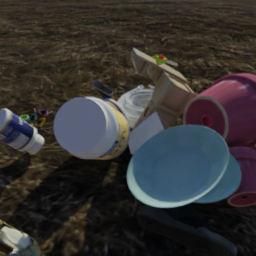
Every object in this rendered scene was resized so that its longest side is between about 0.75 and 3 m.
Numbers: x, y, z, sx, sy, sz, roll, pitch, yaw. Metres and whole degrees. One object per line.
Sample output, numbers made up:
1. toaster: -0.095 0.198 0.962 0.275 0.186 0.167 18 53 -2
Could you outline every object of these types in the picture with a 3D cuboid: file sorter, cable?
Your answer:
1. file sorter: 0.854 0.383 10.415 1.499 0.933 1.040 -40 37 19
2. cable: 0.803 -0.901 13.175 2.734 0.946 2.733 -24 43 -30

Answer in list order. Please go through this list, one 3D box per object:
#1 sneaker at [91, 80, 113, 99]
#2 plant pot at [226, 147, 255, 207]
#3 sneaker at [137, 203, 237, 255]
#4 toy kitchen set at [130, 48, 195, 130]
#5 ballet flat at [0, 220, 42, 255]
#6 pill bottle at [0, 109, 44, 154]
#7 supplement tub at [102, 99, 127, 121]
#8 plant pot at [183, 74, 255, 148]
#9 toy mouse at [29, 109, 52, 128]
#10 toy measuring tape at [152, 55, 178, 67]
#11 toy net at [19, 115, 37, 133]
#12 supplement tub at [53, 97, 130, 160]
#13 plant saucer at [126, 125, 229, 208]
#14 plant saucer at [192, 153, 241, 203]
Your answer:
1. sneaker: -1.118 -1.534 11.755 1.059 0.562 0.396 37 61 14
2. plant pot: 3.568 1.649 9.027 1.625 1.625 1.454 0 51 -1
3. sneaker: 1.807 2.543 7.991 2.779 1.062 1.592 16 43 31
4. toy kitchen set: 0.681 -1.486 11.830 2.438 2.696 2.988 24 24 -21
5. ballet flat: -3.449 2.939 7.582 2.664 0.942 0.942 17 38 24
6. pill bottle: -4.163 0.219 10.569 1.064 1.916 1.064 -21 48 25
7. supplement tub: -1.321 -0.030 11.041 1.682 1.682 2.314 23 37 30
8. plant pot: 3.476 -0.441 10.095 2.548 2.847 2.847 -15 36 -37
9. toy mouse: -4.126 -0.510 12.978 1.282 0.248 1.139 -38 52 -9
10. toy measuring tape: 1.426 -2.566 10.903 1.040 0.383 0.383 20 36 -1
11. toy net: -4.608 -0.083 12.503 0.792 0.292 1.511 -25 40 -32
12. supplement tub: -0.974 0.069 8.182 1.704 1.704 2.344 9 -4 14
13. plant saucer: 1.294 1.041 7.380 2.731 0.526 2.731 -21 35 15
14. plant saucer: 1.890 1.302 8.406 2.771 0.533 2.771 0 35 0
